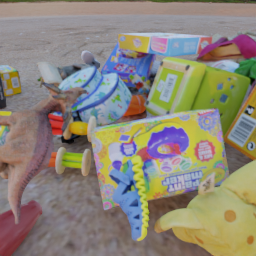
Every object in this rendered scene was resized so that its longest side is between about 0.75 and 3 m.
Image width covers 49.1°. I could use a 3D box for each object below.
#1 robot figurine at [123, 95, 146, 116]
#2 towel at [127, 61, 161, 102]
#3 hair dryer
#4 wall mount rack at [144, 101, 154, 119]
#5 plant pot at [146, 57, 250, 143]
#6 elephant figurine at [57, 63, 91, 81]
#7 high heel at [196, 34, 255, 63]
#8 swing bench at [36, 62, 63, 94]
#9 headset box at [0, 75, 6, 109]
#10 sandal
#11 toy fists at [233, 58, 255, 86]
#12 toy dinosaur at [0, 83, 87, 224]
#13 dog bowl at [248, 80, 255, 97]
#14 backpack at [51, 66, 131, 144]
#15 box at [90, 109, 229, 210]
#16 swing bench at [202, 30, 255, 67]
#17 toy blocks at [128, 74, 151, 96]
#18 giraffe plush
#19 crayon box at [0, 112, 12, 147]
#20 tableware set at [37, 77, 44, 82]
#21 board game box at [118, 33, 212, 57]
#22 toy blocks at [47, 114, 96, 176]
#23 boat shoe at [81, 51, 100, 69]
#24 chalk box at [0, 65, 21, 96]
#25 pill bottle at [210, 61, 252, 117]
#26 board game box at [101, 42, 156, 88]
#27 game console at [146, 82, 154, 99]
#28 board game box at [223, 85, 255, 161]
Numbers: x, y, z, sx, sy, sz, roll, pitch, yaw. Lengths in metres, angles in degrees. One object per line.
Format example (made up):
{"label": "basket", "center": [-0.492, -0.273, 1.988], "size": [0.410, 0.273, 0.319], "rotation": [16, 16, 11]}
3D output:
{"label": "robot figurine", "center": [0.128, -0.777, 9.667], "size": [1.132, 0.814, 0.660], "rotation": [-10, 69, -13]}
{"label": "towel", "center": [0.876, -2.040, 11.673], "size": [2.662, 1.139, 2.204], "rotation": [-12, 29, -23]}
{"label": "hair dryer", "center": [-2.739, 1.769, 4.672], "size": [2.586, 0.702, 1.969], "rotation": [-11, 28, -22]}
{"label": "wall mount rack", "center": [1.088, -0.300, 8.776], "size": [1.254, 0.538, 1.443], "rotation": [27, 37, -20]}
{"label": "plant pot", "center": [1.730, -0.858, 7.738], "size": [1.801, 1.984, 1.975], "rotation": [14, 12, -29]}
{"label": "elephant figurine", "center": [-2.008, -1.933, 10.922], "size": [1.646, 1.805, 2.327], "rotation": [-42, 45, -13]}
{"label": "high heel", "center": [2.407, -1.770, 6.811], "size": [0.895, 0.627, 1.861], "rotation": [-40, 19, 4]}
{"label": "swing bench", "center": [-2.690, -1.587, 9.925], "size": [0.742, 1.144, 1.138], "rotation": [-16, 56, -22]}
{"label": "headset box", "center": [-5.502, -1.677, 10.212], "size": [2.430, 1.806, 0.911], "rotation": [18, 30, 33]}
{"label": "sandal", "center": [0.013, 0.977, 3.930], "size": [0.511, 0.466, 1.173], "rotation": [-7, 55, -3]}
{"label": "toy fists", "center": [3.592, -1.604, 7.940], "size": [0.769, 0.519, 1.510], "rotation": [-38, 21, -1]}
{"label": "toy dinosaur", "center": [-1.454, 0.166, 4.319], "size": [1.590, 1.007, 2.346], "rotation": [-12, 59, 14]}
{"label": "dog bowl", "center": [4.329, -0.634, 7.103], "size": [2.721, 2.721, 1.003], "rotation": [-2, 25, -3]}
{"label": "backpack", "center": [-1.063, -0.787, 7.851], "size": [2.034, 1.494, 1.861], "rotation": [-16, 34, 23]}
{"label": "box", "center": [0.455, 0.475, 5.495], "size": [2.146, 1.309, 2.067], "rotation": [-10, 3, -5]}
{"label": "swing bench", "center": [5.743, -3.858, 14.483], "size": [2.876, 1.866, 2.861], "rotation": [-8, 28, -14]}
{"label": "toy blocks", "center": [0.433, -1.217, 8.374], "size": [0.868, 0.434, 0.593], "rotation": [36, 24, -34]}
{"label": "giraffe plush", "center": [1.736, 1.665, 3.769], "size": [1.928, 2.052, 2.378], "rotation": [57, 14, 28]}
{"label": "crayon box", "center": [-3.899, 0.359, 7.062], "size": [1.568, 0.530, 1.817], "rotation": [2, 47, 1]}
{"label": "tableware set", "center": [-3.847, -2.331, 13.362], "size": [0.883, 0.135, 0.595], "rotation": [8, 28, 15]}
{"label": "board game box", "center": [1.163, -2.822, 9.296], "size": [1.913, 0.504, 2.500], "rotation": [-15, 26, -34]}
{"label": "toy blocks", "center": [-1.784, 0.346, 6.807], "size": [1.804, 0.655, 1.504], "rotation": [5, 70, 5]}
{"label": "boat shoe", "center": [-1.549, -2.799, 11.244], "size": [0.428, 0.463, 1.253], "rotation": [50, 13, 23]}
{"label": "chalk box", "center": [-5.344, -2.038, 11.845], "size": [0.990, 0.995, 1.599], "rotation": [-21, 32, -35]}
{"label": "pill bottle", "center": [3.841, -1.106, 9.288], "size": [1.631, 1.631, 3.000], "rotation": [-7, 28, -13]}
{"label": "board game box", "center": [0.091, -2.363, 10.298], "size": [1.558, 0.519, 2.317], "rotation": [9, 42, 10]}
{"label": "game console", "center": [1.532, -1.282, 9.642], "size": [1.535, 1.322, 0.911], "rotation": [30, 13, -6]}
{"label": "board game box", "center": [3.856, 0.053, 5.364], "size": [2.304, 2.306, 2.304], "rotation": [19, 16, -32]}
